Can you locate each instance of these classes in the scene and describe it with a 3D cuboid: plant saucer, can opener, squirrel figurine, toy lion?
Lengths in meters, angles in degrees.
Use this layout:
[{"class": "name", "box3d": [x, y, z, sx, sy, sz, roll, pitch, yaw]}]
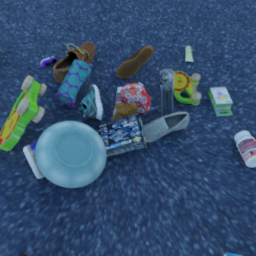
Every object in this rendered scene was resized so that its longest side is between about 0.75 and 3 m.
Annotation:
[{"class": "plant saucer", "box3d": [-1.817, 0.757, 9.238, 2.378, 0.458, 2.378, 8, 63, -16]}, {"class": "can opener", "box3d": [1.580, -1.399, 11.457, 0.532, 0.667, 1.996, 0, 93, 3]}, {"class": "squirrel figurine", "box3d": [-0.020, -0.557, 11.018, 0.998, 1.069, 0.757, 17, 64, -17]}, {"class": "toy lion", "box3d": [2.356, -1.774, 12.170, 1.496, 0.536, 1.560, 1, 65, 5]}, {"class": "toy lion", "box3d": [-4.061, -0.418, 10.429, 0.841, 2.348, 2.449, 31, 28, -33]}]

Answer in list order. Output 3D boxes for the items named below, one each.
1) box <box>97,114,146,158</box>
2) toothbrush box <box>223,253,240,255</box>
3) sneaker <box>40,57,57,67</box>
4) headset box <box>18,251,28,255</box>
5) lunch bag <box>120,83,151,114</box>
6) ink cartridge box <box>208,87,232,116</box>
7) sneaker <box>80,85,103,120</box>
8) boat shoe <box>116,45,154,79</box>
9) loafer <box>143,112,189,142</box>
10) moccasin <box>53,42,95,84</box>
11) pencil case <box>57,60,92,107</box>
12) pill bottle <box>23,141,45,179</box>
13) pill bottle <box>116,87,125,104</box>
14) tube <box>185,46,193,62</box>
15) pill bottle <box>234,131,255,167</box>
[{"class": "box", "box3d": [-0.276, 0.290, 10.459, 1.738, 0.400, 1.382, -16, 50, 8]}, {"class": "toothbrush box", "box3d": [3.390, 4.220, 7.429, 1.747, 0.745, 1.279, 10, 53, 6]}, {"class": "sneaker", "box3d": [-3.830, -3.152, 13.556, 0.422, 0.295, 0.848, 38, 61, 25]}, {"class": "headset box", "box3d": [-2.206, 4.124, 7.153, 1.739, 1.294, 0.672, 30, 58, 23]}, {"class": "lunch bag", "box3d": [0.374, -1.173, 11.230, 1.114, 1.264, 0.518, 0, 39, 34]}, {"class": "ink cartridge box", "box3d": [3.951, -1.133, 11.894, 0.688, 0.393, 1.325, -4, 52, -3]}, {"class": "sneaker", "box3d": [-1.583, -1.097, 11.508, 0.843, 0.717, 1.848, -4, 49, -17]}, {"class": "boat shoe", "box3d": [0.339, -3.027, 12.809, 2.037, 0.717, 0.716, -32, 24, 20]}, {"class": "loafer", "box3d": [1.289, -0.082, 10.725, 2.224, 0.776, 0.778, -22, 65, -8]}, {"class": "moccasin", "box3d": [-2.506, -3.268, 13.134, 1.019, 1.075, 2.786, 31, 58, 21]}, {"class": "pencil case", "box3d": [-2.296, -1.951, 12.033, 0.853, 0.926, 2.004, -5, 54, 46]}, {"class": "pill bottle", "box3d": [-2.454, 0.794, 9.844, 2.090, 1.209, 1.209, -26, 56, -20]}, {"class": "pill bottle", "box3d": [-0.284, -1.300, 11.783, 0.439, 0.439, 0.769, 4, 88, 3]}, {"class": "tube", "box3d": [3.027, -3.672, 14.025, 0.290, 0.259, 0.999, -23, 47, 33]}, {"class": "pill bottle", "box3d": [4.391, 0.752, 10.202, 0.683, 0.683, 1.247, -6, 49, -5]}]
